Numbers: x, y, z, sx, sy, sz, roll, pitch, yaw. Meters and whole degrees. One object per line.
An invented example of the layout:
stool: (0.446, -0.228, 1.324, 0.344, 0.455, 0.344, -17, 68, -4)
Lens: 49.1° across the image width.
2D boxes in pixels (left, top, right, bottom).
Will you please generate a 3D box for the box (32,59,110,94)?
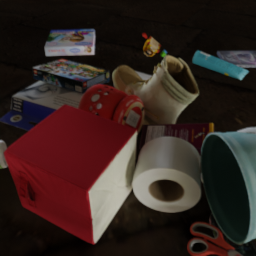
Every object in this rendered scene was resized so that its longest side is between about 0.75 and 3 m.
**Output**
box: (-2.057, -1.939, 10.203, 2.314, 0.436, 1.581, 19, 33, 25)

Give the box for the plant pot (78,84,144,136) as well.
plant pot: (-0.431, -0.336, 7.972, 1.431, 1.571, 1.571, 21, 43, 31)

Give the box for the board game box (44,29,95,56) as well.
board game box: (-2.817, -4.276, 13.927, 2.290, 0.471, 2.284, -3, 39, -4)

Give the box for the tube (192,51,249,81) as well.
tube: (3.877, -2.650, 11.910, 2.270, 0.572, 0.879, 29, 55, 25)

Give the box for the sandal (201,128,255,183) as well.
sandal: (2.761, 0.795, 7.414, 2.206, 0.542, 0.898, -39, 37, -12)

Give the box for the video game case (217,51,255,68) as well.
video game case: (5.266, -3.138, 12.749, 2.064, 0.196, 1.475, 0, 39, -2)

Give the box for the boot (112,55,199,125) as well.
boot: (0.704, -1.341, 8.266, 1.035, 2.221, 2.872, -20, 64, -31)

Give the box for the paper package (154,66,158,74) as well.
paper package: (1.412, -2.151, 11.347, 0.731, 0.397, 0.767, 1, 38, 1)

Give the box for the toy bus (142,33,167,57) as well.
toy bus: (1.034, -3.665, 12.999, 1.308, 0.676, 1.234, 0, 55, -47)

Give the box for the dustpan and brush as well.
dustpan and brush: (-0.069, -1.513, 10.511, 1.469, 0.602, 2.105, 18, 34, 14)

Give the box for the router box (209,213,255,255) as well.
router box: (2.233, 2.284, 5.879, 0.770, 0.319, 1.028, -2, 40, -2)

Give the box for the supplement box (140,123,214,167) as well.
supplement box: (1.298, 0.462, 7.217, 1.781, 0.983, 0.763, -2, 55, 19)

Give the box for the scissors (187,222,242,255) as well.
scissors: (2.007, 2.336, 5.319, 1.989, 0.139, 0.728, 3, 49, 43)

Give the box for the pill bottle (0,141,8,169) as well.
pill bottle: (-3.946, 0.801, 7.391, 1.338, 0.743, 0.743, -9, 40, -11)

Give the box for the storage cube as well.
storage cube: (-1.123, 0.970, 6.272, 1.999, 1.901, 2.224, 19, 42, 20)

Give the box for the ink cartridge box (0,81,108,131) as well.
ink cartridge box: (-2.421, -0.801, 9.417, 2.732, 0.556, 2.738, 15, 39, 19)

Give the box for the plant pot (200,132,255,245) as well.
plant pot: (2.421, 1.000, 5.358, 1.376, 2.054, 2.054, -9, 40, -6)

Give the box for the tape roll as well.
tape roll: (0.913, 1.078, 6.448, 1.494, 1.494, 1.026, 7, 39, 9)
